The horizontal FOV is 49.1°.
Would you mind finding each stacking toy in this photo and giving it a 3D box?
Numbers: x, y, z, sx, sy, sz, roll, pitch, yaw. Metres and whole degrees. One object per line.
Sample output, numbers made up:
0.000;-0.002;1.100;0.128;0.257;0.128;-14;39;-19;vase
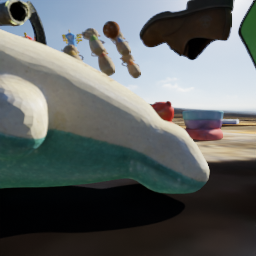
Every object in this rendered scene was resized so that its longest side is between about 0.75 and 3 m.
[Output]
0.653;-0.143;4.269;1.405;0.593;1.272;2;3;43;stacking toy

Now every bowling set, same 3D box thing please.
-0.602;-2.519;8.356;2.493;1.735;1.338;0;45;-26;bowling set

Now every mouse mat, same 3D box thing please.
3.157;-2.400;5.983;0.097;2.073;2.576;33;7;34;mouse mat

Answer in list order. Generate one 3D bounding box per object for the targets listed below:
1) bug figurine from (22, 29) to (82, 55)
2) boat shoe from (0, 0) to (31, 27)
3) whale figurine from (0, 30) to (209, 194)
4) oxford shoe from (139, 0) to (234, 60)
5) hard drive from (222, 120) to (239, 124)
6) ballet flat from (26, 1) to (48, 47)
-2.565;-2.639;9.594;2.094;0.539;1.624;-4;-30;2;bug figurine
-2.232;-2.284;5.572;0.429;0.513;1.435;-2;26;8;boat shoe
-0.355;0.025;1.306;1.372;0.712;1.092;23;10;-2;whale figurine
1.182;-2.168;6.651;1.004;1.167;2.764;-7;8;-31;oxford shoe
4.096;-0.274;12.285;1.343;0.170;0.886;1;3;27;hard drive
-2.636;-2.635;7.990;0.514;1.810;0.602;-17;40;-16;ballet flat
